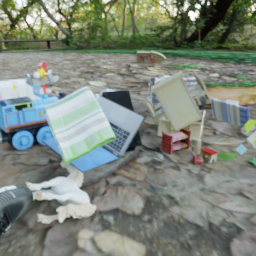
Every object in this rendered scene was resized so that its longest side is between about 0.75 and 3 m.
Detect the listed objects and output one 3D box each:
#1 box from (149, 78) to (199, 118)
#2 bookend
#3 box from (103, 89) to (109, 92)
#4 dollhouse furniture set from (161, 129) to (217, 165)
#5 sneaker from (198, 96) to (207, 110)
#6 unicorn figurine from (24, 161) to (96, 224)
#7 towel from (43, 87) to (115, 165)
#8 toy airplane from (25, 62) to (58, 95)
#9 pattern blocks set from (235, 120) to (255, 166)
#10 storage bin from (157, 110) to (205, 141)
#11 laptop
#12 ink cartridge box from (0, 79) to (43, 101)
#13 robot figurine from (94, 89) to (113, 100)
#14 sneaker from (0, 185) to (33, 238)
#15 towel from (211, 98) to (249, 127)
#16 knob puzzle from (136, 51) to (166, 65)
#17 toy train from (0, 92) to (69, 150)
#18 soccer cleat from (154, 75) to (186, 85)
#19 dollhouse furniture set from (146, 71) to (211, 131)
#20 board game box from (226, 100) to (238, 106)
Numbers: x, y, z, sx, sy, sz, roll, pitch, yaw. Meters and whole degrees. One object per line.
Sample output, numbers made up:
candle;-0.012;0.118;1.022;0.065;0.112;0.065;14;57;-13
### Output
box;2.082;-1.355;12.548;2.184;1.729;0.528;-2;21;-3
bookend;-0.392;0.089;9.435;0.906;1.954;1.966;-6;-23;-16
box;-0.729;-0.942;10.793;0.193;0.729;0.935;-18;48;19
dollhouse furniture set;1.901;0.573;8.832;0.873;0.660;1.622;-14;24;-33
sneaker;3.224;-1.306;13.998;1.134;0.809;2.287;28;3;-1
unicorn figurine;-1.517;1.419;6.508;1.619;0.870;2.357;-3;32;-36
towel;-1.213;-0.135;6.659;1.333;0.274;1.786;-29;55;-3
toy airplane;-2.945;-1.620;9.455;1.016;1.020;0.720;46;9;20
pattern blocks set;3.966;0.315;7.952;1.449;1.648;0.134;34;15;13
storage bin;2.060;-0.166;10.724;1.589;0.750;1.600;6;21;16
laptop;-0.917;0.047;7.360;1.795;1.917;1.111;29;-3;36
ink cartridge box;-5.129;-1.318;12.724;2.067;1.517;1.510;-15;25;-37
robot figurine;-0.802;-1.123;12.831;1.632;1.087;1.925;17;14;-23
sneaker;-2.641;1.947;4.919;1.176;0.864;2.600;18;30;34
towel;3.404;-0.495;9.358;1.332;0.978;0.159;24;61;42
knob puzzle;0.959;-2.926;11.594;1.327;0.184;1.327;3;-12;1
toy train;-3.042;-0.312;9.753;2.937;1.678;1.273;-13;24;-32
soccer cleat;1.370;-1.558;9.196;1.021;0.350;0.435;-9;59;7
dollhouse furniture set;1.627;-1.208;9.913;2.131;1.615;2.432;-27;19;12
board game box;5.208;-1.178;14.199;0.592;0.258;0.803;13;25;30
